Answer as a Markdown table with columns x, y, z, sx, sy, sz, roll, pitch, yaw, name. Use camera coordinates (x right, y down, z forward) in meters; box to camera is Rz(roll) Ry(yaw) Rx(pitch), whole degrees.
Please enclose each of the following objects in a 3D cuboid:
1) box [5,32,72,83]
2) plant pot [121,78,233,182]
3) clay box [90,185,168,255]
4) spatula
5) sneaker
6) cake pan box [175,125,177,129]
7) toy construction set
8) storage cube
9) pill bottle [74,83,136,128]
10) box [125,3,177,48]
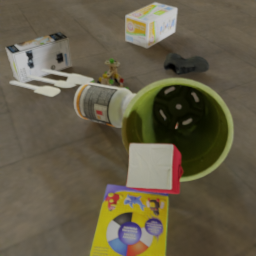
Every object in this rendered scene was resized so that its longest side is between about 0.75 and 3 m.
| x | y | z | sx | sy | sz | roll | pitch | yaw | name |
| --- | --- | --- | --- | --- | --- | --- | --- | --- | --- |
| -3.831 | -3.084 | 12.285 | 2.539 | 1.481 | 0.763 | -27 | 50 | -29 | box |
| 1.416 | -0.276 | 8.068 | 2.724 | 2.724 | 2.587 | 8 | 21 | 9 | plant pot |
| 0.044 | 2.680 | 6.354 | 1.626 | 0.674 | 2.830 | 4 | 42 | 7 | clay box |
| -2.362 | -1.399 | 8.437 | 2.334 | 0.187 | 1.623 | 16 | 39 | 37 | spatula |
| 2.555 | -2.718 | 12.525 | 2.055 | 0.781 | 0.933 | 12 | 52 | 23 | sneaker |
| 1.374 | 0.098 | 9.631 | 0.771 | 0.219 | 0.837 | 28 | 48 | 30 | cake pan box |
| -0.617 | -2.027 | 11.269 | 1.317 | 1.214 | 1.579 | -26 | 49 | -26 | toy construction set |
| 0.626 | 0.943 | 6.425 | 1.173 | 1.054 | 1.003 | 0 | 74 | 19 | storage cube |
| -0.577 | -0.727 | 9.275 | 2.273 | 1.323 | 1.323 | 15 | 43 | 33 | pill bottle |
| 1.247 | -5.584 | 15.131 | 1.535 | 1.383 | 2.728 | 28 | 49 | 28 | box |
